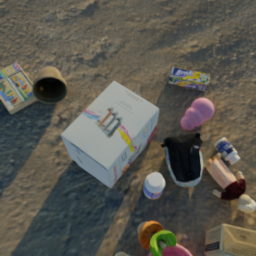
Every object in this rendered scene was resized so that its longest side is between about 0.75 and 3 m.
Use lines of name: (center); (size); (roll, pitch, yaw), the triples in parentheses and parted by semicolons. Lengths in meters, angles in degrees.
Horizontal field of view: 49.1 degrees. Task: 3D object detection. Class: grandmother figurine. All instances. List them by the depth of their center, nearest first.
grandmother figurine: (3.707, 2.093, 10.211); (1.383, 0.691, 2.280); (-35, 64, -4)

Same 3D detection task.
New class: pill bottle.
pill bottle: (0.918, 2.029, 9.887); (0.703, 1.255, 0.703); (0, 62, 0)
pill bottle: (3.857, 0.915, 10.885); (0.540, 0.540, 0.973); (-28, 65, -14)

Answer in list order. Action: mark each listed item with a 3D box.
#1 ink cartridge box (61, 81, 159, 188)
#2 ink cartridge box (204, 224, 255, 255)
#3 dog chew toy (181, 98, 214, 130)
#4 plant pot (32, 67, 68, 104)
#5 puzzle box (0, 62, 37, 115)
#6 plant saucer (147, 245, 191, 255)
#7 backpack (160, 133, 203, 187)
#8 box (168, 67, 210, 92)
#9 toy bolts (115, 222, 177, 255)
ink cartridge box: (-0.592, 0.282, 10.313); (2.113, 2.123, 2.921); (35, 67, 17)
ink cartridge box: (3.705, 3.747, 8.636); (2.261, 1.862, 0.849); (11, 63, 6)
dog chew toy: (2.771, -0.504, 11.462); (1.537, 0.957, 0.957); (-41, 69, -10)
plant pot: (-3.352, -1.961, 12.060); (1.434, 1.434, 1.245); (-10, 47, -5)
puzzle box: (-5.076, -1.801, 12.464); (1.522, 0.291, 2.287); (-34, 67, -17)
plant saucer: (1.338, 4.649, 8.963); (1.752, 0.444, 1.752); (0, 61, -1)
backpack: (2.126, 1.233, 10.346); (1.542, 1.169, 1.847); (-12, 63, 14)
box: (2.713, -2.180, 12.517); (1.718, 0.552, 0.602); (15, 64, 7)
toy bolts: (0.534, 4.184, 8.911); (2.006, 1.392, 1.917); (-31, 108, -21)
